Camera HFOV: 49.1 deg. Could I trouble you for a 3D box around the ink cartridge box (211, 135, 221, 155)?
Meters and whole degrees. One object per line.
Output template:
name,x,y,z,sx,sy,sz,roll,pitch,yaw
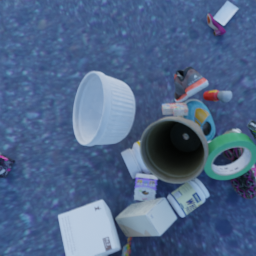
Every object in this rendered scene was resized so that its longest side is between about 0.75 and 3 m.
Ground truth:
ink cartridge box,3.432,0.655,10.909,0.293,0.523,0.766,12,79,-3

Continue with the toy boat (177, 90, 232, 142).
toy boat,2.920,-0.540,10.560,2.474,1.150,2.079,-52,122,-21

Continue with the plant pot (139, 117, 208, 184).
plant pot,1.605,0.501,8.841,2.014,1.748,2.014,7,107,24

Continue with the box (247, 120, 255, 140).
box,4.565,0.391,8.970,0.314,1.275,1.320,-50,47,1

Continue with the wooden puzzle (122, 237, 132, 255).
wooden puzzle,-0.065,4.300,9.560,0.079,0.665,1.121,10,90,22

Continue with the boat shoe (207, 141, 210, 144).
boat shoe,2.682,0.985,10.087,0.607,0.576,1.737,36,124,4

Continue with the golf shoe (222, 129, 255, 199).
golf shoe,4.346,1.317,10.524,1.247,0.983,2.709,-24,97,-42

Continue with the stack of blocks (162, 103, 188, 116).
stack of blocks,1.547,-0.611,9.322,0.804,0.463,0.235,-2,121,2

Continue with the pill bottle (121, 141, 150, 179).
pill bottle,0.958,0.935,10.467,2.247,1.284,1.284,-25,80,-4

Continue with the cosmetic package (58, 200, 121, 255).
cosmetic package,-1.216,3.505,9.277,1.532,1.857,1.531,-18,64,-5

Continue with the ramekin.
ramekin,-0.837,-0.599,9.717,1.319,2.514,2.514,7,77,-33

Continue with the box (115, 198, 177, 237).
box,0.537,3.009,9.326,0.969,2.040,0.793,-31,89,-35

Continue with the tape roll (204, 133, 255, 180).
tape roll,3.395,0.993,9.447,1.832,1.832,0.440,-10,38,-2

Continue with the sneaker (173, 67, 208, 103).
sneaker,2.028,-1.583,9.765,0.935,2.426,0.993,-32,89,-7

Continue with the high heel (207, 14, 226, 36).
high heel,3.775,-4.458,12.034,0.514,0.361,1.070,-19,87,-9

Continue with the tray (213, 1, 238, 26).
tray,4.242,-4.968,12.220,0.588,0.121,1.095,39,81,6

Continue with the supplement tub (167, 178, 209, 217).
supplement tub,1.986,2.285,9.243,1.167,0.846,0.846,-34,81,-5

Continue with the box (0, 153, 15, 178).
box,-5.004,1.329,10.334,0.916,1.387,0.796,25,80,5

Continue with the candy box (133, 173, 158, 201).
candy box,0.610,2.107,9.827,0.767,0.327,0.914,6,108,5
